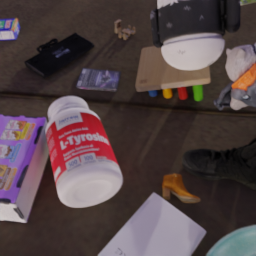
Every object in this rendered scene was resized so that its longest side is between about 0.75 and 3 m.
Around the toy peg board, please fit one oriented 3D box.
[{"bbox_3d":[1.575,-1.805,9.506,2.258,1.109,2.267,-5,46,16],"label":"toy peg board"}]

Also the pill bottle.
[{"bbox_3d":[-1.227,0.480,7.015,1.490,1.490,2.655,-15,51,-13],"label":"pill bottle"}]

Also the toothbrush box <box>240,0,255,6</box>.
[{"bbox_3d":[3.122,-3.964,7.255,1.911,1.391,0.823,3,80,33],"label":"toothbrush box"}]

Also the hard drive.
[{"bbox_3d":[0.434,2.605,5.943,1.461,0.291,2.216,33,56,26],"label":"hard drive"}]

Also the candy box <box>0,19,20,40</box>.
[{"bbox_3d":[-5.274,-4.115,11.736,1.211,0.466,1.024,-4,48,-5],"label":"candy box"}]

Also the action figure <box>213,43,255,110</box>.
[{"bbox_3d":[3.028,-0.846,5.125,2.624,2.713,1.419,29,33,-6],"label":"action figure"}]

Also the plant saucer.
[{"bbox_3d":[2.353,2.989,4.130,0.530,2.951,2.951,23,33,-41],"label":"plant saucer"}]

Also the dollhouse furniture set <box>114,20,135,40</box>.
[{"bbox_3d":[-0.180,-4.157,11.759,0.755,0.491,0.693,29,55,24],"label":"dollhouse furniture set"}]

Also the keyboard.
[{"bbox_3d":[-2.687,-2.874,10.766,1.569,0.335,2.614,35,56,19],"label":"keyboard"}]

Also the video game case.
[{"bbox_3d":[-1.027,-1.692,9.837,1.415,0.134,1.011,6,49,4],"label":"video game case"}]

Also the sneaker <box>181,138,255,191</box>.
[{"bbox_3d":[2.879,0.734,6.743,2.989,1.559,0.897,15,49,12],"label":"sneaker"}]

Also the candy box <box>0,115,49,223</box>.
[{"bbox_3d":[-3.686,0.864,6.966,2.943,1.053,2.469,4,49,3],"label":"candy box"}]

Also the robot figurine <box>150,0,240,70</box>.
[{"bbox_3d":[1.496,-2.653,6.658,1.567,2.511,1.886,-6,7,-10],"label":"robot figurine"}]

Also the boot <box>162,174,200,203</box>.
[{"bbox_3d":[1.312,1.466,6.915,0.938,0.330,0.672,5,52,11],"label":"boot"}]
